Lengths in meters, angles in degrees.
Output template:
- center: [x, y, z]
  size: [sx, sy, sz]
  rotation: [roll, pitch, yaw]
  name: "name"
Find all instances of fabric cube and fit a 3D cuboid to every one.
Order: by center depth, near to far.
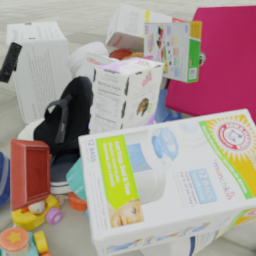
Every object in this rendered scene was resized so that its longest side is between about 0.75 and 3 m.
- center: [3.296, -1.266, 7.414]
  size: [2.952, 2.896, 2.942]
  rotation: [12, 10, -39]
  name: "fabric cube"

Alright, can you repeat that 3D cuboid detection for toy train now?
- center: [-1.418, 1.880, 5.599]
  size: [2.199, 0.814, 2.928]
  rotation: [6, 31, 9]
  name: "toy train"

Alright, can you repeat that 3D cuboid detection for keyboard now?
- center: [-2.814, -1.553, 6.787]
  size: [0.128, 0.998, 0.599]
  rotation: [25, 6, 3]
  name: "keyboard"

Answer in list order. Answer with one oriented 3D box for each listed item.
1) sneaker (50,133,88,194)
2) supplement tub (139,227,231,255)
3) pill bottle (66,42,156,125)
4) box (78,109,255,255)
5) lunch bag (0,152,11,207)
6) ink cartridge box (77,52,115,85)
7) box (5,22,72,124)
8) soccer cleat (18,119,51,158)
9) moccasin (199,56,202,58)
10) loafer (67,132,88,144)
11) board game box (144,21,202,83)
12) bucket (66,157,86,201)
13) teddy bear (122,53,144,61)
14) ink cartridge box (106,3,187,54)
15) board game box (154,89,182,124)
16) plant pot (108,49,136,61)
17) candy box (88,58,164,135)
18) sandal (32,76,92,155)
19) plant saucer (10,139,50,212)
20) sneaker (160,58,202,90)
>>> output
- center: [-1.413, 0.445, 7.053]
  size: [1.156, 1.171, 2.949]
  rotation: [-8, 20, 5]
  name: "sneaker"
- center: [1.286, 1.241, 5.607]
  size: [2.662, 1.930, 1.930]
  rotation: [-20, 38, -29]
  name: "supplement tub"
- center: [-0.482, -0.774, 6.990]
  size: [1.407, 2.509, 1.407]
  rotation: [-30, -3, -2]
  name: "pill bottle"
- center: [0.619, 0.744, 3.776]
  size: [2.335, 1.184, 1.314]
  rotation: [-9, 58, -8]
  name: "box"
- center: [-3.369, 1.162, 6.414]
  size: [1.197, 1.166, 1.762]
  rotation: [-30, 34, 2]
  name: "lunch bag"
- center: [-0.587, -0.736, 5.867]
  size: [1.017, 1.402, 0.587]
  rotation: [26, 10, 29]
  name: "ink cartridge box"
- center: [-3.101, -2.063, 9.969]
  size: [1.821, 2.786, 2.772]
  rotation: [-11, 34, -16]
  name: "box"
- center: [-2.660, 0.612, 7.707]
  size: [1.013, 0.905, 2.613]
  rotation: [-13, 30, 6]
  name: "soccer cleat"
- center: [2.012, -2.277, 7.827]
  size: [1.523, 0.519, 0.613]
  rotation: [-33, 48, 12]
  name: "moccasin"
- center: [-1.488, 0.133, 6.446]
  size: [1.429, 0.514, 0.450]
  rotation: [-1, 18, 37]
  name: "loafer"
- center: [0.885, -1.669, 6.028]
  size: [0.307, 1.165, 1.522]
  rotation: [-13, 24, -29]
  name: "board game box"
- center: [-0.731, 0.967, 5.493]
  size: [0.582, 0.895, 0.895]
  rotation: [-44, 34, 12]
  name: "bucket"
- center: [-0.013, -1.702, 8.383]
  size: [2.144, 0.716, 1.554]
  rotation: [-29, 52, -21]
  name: "teddy bear"
- center: [0.549, -3.182, 9.498]
  size: [2.321, 0.968, 1.684]
  rotation: [9, -1, -14]
  name: "ink cartridge box"
- center: [0.907, -0.028, 8.200]
  size: [1.419, 0.268, 2.757]
  rotation: [-3, 55, -2]
  name: "board game box"
- center: [-0.496, -1.330, 9.723]
  size: [2.125, 2.125, 2.067]
  rotation: [17, 44, 25]
  name: "plant pot"
- center: [-0.037, -0.278, 5.091]
  size: [0.639, 1.786, 1.498]
  rotation: [19, 26, 22]
  name: "candy box"
- center: [-1.381, -0.064, 5.553]
  size: [0.526, 2.457, 0.934]
  rotation: [-11, 67, -46]
  name: "sandal"
- center: [-1.762, 0.831, 5.238]
  size: [0.224, 1.221, 1.223]
  rotation: [-4, -6, 9]
  name: "plant saucer"
- center: [1.713, -1.475, 9.486]
  size: [1.253, 2.782, 1.043]
  rotation: [18, 69, 12]
  name: "sneaker"
